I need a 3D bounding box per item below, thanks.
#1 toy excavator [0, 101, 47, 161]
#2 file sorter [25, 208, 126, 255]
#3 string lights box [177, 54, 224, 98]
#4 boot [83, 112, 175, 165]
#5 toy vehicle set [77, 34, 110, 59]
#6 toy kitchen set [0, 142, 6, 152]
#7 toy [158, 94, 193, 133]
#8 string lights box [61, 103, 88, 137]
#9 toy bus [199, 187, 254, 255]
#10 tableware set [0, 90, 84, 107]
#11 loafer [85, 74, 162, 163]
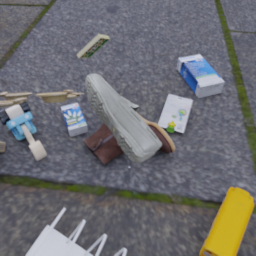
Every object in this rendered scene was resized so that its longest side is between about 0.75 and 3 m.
[{"bbox_3d":[-3.855,0.121,10.559,1.117,2.237,2.175,-32,10,-22],"label":"toy excavator"},{"bbox_3d":[-1.102,3.323,6.386,2.521,1.570,1.749,35,36,-1],"label":"file sorter"},{"bbox_3d":[3.351,-2.499,13.217,1.201,0.689,2.337,-13,48,-12],"label":"string lights box"},{"bbox_3d":[0.016,0.626,10.374,2.366,1.029,2.844,-42,61,-17],"label":"boot"},{"bbox_3d":[-1.347,-3.134,10.854,0.164,1.241,0.771,57,28,3],"label":"toy vehicle set"},{"bbox_3d":[-4.861,1.307,9.753,1.350,1.493,1.655,9,88,14],"label":"toy kitchen set"},{"bbox_3d":[1.944,-0.534,11.584,1.052,0.431,1.827,16,52,10],"label":"toy"},{"bbox_3d":[-2.201,-0.346,11.403,0.729,0.418,1.419,-17,49,-15],"label":"string lights box"},{"bbox_3d":[2.942,2.762,8.129,0.824,0.991,2.531,25,52,22],"label":"toy bus"},{"bbox_3d":[-2.103,-0.701,6.279,2.216,0.257,1.851,-5,10,-9],"label":"tableware set"},{"bbox_3d":[-0.180,-0.369,7.694,0.985,0.987,2.823,-31,81,-25],"label":"loafer"}]
